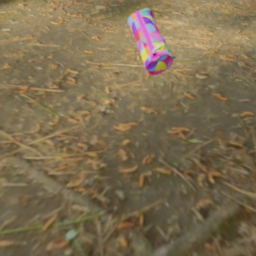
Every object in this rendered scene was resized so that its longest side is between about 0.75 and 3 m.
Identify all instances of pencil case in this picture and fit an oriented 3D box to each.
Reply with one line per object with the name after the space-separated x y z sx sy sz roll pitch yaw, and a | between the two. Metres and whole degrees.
0.710 -2.830 9.130 1.030 1.030 2.330 -12 61 -13 | pencil case
